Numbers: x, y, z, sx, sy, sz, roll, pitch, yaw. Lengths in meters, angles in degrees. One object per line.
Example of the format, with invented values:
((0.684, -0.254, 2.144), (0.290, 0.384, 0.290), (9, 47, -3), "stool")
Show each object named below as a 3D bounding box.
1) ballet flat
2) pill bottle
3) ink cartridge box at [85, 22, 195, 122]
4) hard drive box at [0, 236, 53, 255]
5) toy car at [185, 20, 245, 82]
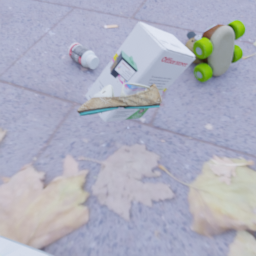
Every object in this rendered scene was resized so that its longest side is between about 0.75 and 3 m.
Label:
((-0.187, -0.627, 5.835), (1.797, 0.634, 0.587), (-7, 93, -15), "ballet flat")
((-1.985, -3.209, 12.624), (1.414, 0.783, 0.783), (36, 59, 27), "pill bottle")
((0.348, -1.492, 8.144), (1.945, 2.686, 1.128), (-9, 57, -54), "ink cartridge box")
((-2.851, 3.826, 6.620), (2.534, 0.973, 1.975), (14, 52, 11), "hard drive box")
((3.212, -3.660, 12.331), (2.280, 2.190, 2.776), (-32, 45, -18), "toy car")
